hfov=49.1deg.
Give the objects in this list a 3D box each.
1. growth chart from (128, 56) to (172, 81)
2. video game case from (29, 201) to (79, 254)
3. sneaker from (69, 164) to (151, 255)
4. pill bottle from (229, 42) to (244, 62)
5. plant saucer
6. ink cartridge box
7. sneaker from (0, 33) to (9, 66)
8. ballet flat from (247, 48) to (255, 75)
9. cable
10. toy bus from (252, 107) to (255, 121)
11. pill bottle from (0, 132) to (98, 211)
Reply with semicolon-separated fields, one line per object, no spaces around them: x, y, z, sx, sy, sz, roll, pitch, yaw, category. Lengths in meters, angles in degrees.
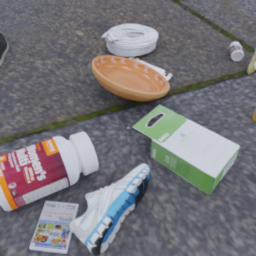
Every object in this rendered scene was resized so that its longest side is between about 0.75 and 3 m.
0.523;-2.236;11.622;2.494;0.221;1.805;32;54;28;growth chart
-1.811;2.441;6.982;0.897;0.113;1.253;5;45;4;video game case
-0.425;1.755;7.110;1.156;1.000;2.668;23;49;29;sneaker
4.864;-3.453;12.623;0.542;0.542;0.935;6;45;6;pill bottle
0.058;-1.767;10.136;2.894;0.542;2.894;15;32;-10;plant saucer
1.631;0.534;8.373;2.821;0.837;1.465;32;53;28;ink cartridge box
-6.089;-3.982;12.443;1.076;1.528;2.877;-11;46;-11;sneaker
5.333;-2.817;11.558;0.468;0.468;1.324;21;91;20;ballet flat
0.162;-4.067;12.952;2.373;0.821;2.372;12;40;12;cable
5.098;-0.394;9.495;1.505;0.589;0.490;14;45;14;toy bus
-2.190;1.059;7.460;2.562;1.403;1.403;-21;48;-20;pill bottle
